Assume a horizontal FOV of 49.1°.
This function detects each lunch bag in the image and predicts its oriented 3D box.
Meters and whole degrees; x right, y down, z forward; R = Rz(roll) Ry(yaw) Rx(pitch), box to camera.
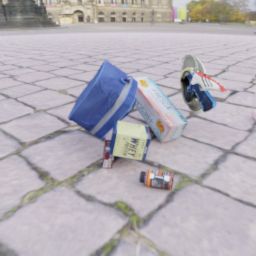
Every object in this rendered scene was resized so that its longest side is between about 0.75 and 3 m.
[{"bbox_3d":[-0.694,-0.936,9.566,1.649,2.492,1.693,33,38,-17],"label":"lunch bag"}]

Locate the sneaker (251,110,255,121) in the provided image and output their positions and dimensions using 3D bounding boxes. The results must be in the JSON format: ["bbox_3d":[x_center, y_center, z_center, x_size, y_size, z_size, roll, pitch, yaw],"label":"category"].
[{"bbox_3d":[5.589,-0.452,11.967,0.623,0.449,1.192,-5,28,-24],"label":"sneaker"}]

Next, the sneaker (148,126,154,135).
[{"bbox_3d":[1.012,0.010,10.940,1.114,0.437,0.420,-20,75,-40],"label":"sneaker"}]

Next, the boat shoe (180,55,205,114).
[{"bbox_3d":[2.510,-1.891,11.069,0.954,2.670,0.798,-21,-32,34],"label":"boat shoe"}]

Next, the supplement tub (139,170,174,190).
[{"bbox_3d":[0.780,1.423,7.752,0.914,0.489,0.489,6,25,13],"label":"supplement tub"}]

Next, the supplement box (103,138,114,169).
[{"bbox_3d":[-0.628,0.789,9.018,0.317,0.566,1.041,8,24,-7],"label":"supplement box"}]

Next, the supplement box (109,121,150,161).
[{"bbox_3d":[0.038,0.371,8.612,1.094,0.735,1.095,10,21,-5],"label":"supplement box"}]

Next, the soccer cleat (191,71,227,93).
[{"bbox_3d":[2.580,-1.352,8.947,1.226,0.522,0.421,26,23,-14],"label":"soccer cleat"}]

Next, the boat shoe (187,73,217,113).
[{"bbox_3d":[2.416,-1.269,9.820,0.718,0.586,1.706,26,32,-40],"label":"boat shoe"}]

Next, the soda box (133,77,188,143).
[{"bbox_3d":[1.025,-0.780,10.709,0.950,0.883,2.777,-12,52,-30],"label":"soda box"}]
